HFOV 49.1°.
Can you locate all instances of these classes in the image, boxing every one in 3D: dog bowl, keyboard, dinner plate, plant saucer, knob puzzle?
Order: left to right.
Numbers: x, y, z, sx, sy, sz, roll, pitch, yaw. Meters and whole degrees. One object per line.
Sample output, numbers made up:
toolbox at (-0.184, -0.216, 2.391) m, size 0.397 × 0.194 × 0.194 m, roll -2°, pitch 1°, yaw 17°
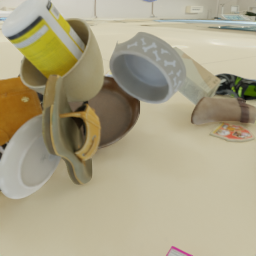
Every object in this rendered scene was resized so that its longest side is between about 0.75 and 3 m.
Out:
dinner plate at (-1.573, 0.531, 4.943) m, size 0.195 × 1.607 × 1.607 m, roll 22°, pitch 32°, yaw 18°
keyboard at (-0.863, -0.049, 6.112) m, size 0.234 × 1.094 × 1.822 m, roll -15°, pitch 12°, yaw -4°
plant saucer at (-1.005, -0.389, 7.315) m, size 2.658 × 0.426 × 2.658 m, roll -2°, pitch 49°, yaw 2°
dog bowl at (0.388, -1.313, 6.597) m, size 1.889 × 1.889 × 0.554 m, roll 16°, pitch 62°, yaw 30°
knob puzzle at (2.847, 0.094, 7.495) m, size 1.146 × 0.159 × 1.146 m, roll 0°, pitch 25°, yaw 0°

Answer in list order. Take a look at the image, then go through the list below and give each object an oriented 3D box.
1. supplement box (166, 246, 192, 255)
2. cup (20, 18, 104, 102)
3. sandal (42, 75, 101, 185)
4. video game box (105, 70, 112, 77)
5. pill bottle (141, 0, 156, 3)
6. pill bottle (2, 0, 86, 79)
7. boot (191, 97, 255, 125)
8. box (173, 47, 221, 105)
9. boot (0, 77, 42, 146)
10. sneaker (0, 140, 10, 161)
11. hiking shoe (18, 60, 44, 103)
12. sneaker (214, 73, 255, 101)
supplement box at (0.525, 1.926, 3.340) m, size 0.442 × 0.433 × 0.855 m, roll 16°, pitch 30°, yaw 31°
cup at (-1.094, -1.113, 5.402) m, size 1.557 × 1.113 × 1.557 m, roll -14°, pitch 57°, yaw 22°
sandal at (-0.791, 0.131, 4.646) m, size 0.747 × 2.767 × 1.111 m, roll -7°, pitch 57°, yaw 0°
video game box at (0.039, -1.820, 11.083) m, size 2.059 × 0.529 × 2.260 m, roll 5°, pitch 26°, yaw 8°
pill bottle at (0.772, -4.313, 7.789) m, size 0.939 × 0.939 × 1.650 m, roll -7°, pitch -2°, yaw -15°
pill bottle at (-1.328, -1.423, 5.128) m, size 0.962 × 1.717 × 0.962 m, roll -20°, pitch 45°, yaw 22°
boot at (2.835, -0.427, 7.976) m, size 1.507 × 0.724 × 2.062 m, roll 17°, pitch 31°, yaw 28°
box at (1.896, -1.629, 8.961) m, size 0.735 × 0.897 × 1.890 m, roll -39°, pitch 72°, yaw -21°
boot at (-2.549, 0.168, 4.986) m, size 2.156 × 1.060 × 3.012 m, roll -13°, pitch 55°, yaw -14°
sneaker at (-3.189, 0.339, 6.388) m, size 2.288 × 0.915 × 0.843 m, roll 29°, pitch 7°, yaw 29°
hiking shoe at (-2.821, -1.236, 7.542) m, size 0.981 × 0.738 × 1.949 m, roll -26°, pitch 46°, yaw -6°
sneaker at (3.898, -1.455, 10.000) m, size 2.201 × 0.780 × 0.912 m, roll 11°, pitch 21°, yaw 16°
